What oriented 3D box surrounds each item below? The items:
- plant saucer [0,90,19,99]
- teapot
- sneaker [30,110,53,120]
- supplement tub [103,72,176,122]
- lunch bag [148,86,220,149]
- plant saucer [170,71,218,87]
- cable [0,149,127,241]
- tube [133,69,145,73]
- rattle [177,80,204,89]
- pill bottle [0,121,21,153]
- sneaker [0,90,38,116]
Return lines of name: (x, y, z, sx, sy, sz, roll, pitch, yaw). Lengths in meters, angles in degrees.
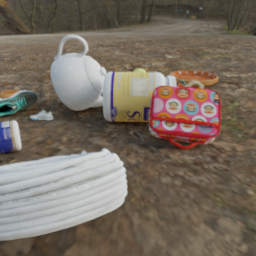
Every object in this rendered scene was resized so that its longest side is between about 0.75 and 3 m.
plant saucer: (-5.415, -1.562, 12.855, 0.947, 0.177, 0.947, -1, 23, 0)
teapot: (-1.670, -1.900, 10.562, 1.715, 2.317, 2.348, -19, -17, 17)
sneaker: (-3.114, -0.464, 10.047, 0.798, 0.346, 0.299, -3, 19, -4)
supplement tub: (0.383, -1.055, 9.673, 2.368, 1.721, 1.721, 1, 23, 2)
lunch bag: (1.606, -0.271, 8.142, 2.027, 1.785, 0.830, 6, -20, 5)
plant saucer: (3.524, -2.658, 15.147, 2.543, 0.411, 2.543, 0, 24, 0)
cable: (-1.372, 1.006, 4.659, 2.716, 0.940, 2.716, -9, -2, -13)
tube: (0.484, -1.382, 10.996, 0.599, 2.063, 0.536, -22, -36, 35)
rattle: (2.691, -1.791, 12.377, 1.164, 0.758, 0.832, 10, 29, 2)
pill bottle: (-3.728, 0.309, 7.593, 1.454, 0.841, 0.841, -9, 25, -18)
sneaker: (-4.273, -0.835, 10.512, 1.932, 0.750, 0.881, -25, 33, -26)
